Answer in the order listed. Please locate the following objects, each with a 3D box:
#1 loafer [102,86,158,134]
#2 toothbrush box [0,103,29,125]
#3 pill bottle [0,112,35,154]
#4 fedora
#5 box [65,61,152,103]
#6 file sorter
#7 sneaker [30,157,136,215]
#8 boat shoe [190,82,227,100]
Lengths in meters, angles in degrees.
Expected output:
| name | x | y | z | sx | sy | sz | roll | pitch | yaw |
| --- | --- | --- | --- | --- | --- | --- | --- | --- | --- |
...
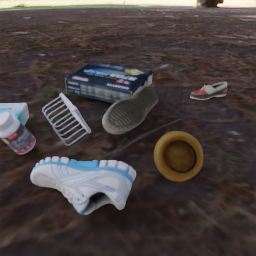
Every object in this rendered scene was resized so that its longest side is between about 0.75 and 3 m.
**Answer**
| name | x | y | z | sx | sy | sz | roll | pitch | yaw |
| --- | --- | --- | --- | --- | --- | --- | --- | --- | --- |
| loafer | 0.064 | -0.440 | 8.623 | 0.952 | 0.859 | 2.516 | 47 | 45 | 6 |
| toothbrush box | -3.736 | -0.311 | 8.786 | 0.911 | 0.531 | 1.245 | -2 | 27 | -4 |
| pill bottle | -2.941 | 0.139 | 7.216 | 0.624 | 1.076 | 0.624 | -15 | 44 | 15 |
| fedora | 1.145 | 0.653 | 6.601 | 1.228 | 1.228 | 0.501 | -6 | 3 | -10 |
| box | -0.690 | -1.814 | 10.960 | 2.762 | 0.635 | 2.195 | 14 | 35 | 20 |
| file sorter | -1.838 | -0.248 | 8.160 | 0.821 | 0.915 | 1.318 | -35 | 38 | -11 |
| sneaker | -1.058 | 1.209 | 5.696 | 2.361 | 0.885 | 1.023 | -2 | 53 | 21 |
| boat shoe | 3.162 | -1.454 | 10.928 | 1.610 | 0.504 | 0.573 | -10 | 32 | -16 |
